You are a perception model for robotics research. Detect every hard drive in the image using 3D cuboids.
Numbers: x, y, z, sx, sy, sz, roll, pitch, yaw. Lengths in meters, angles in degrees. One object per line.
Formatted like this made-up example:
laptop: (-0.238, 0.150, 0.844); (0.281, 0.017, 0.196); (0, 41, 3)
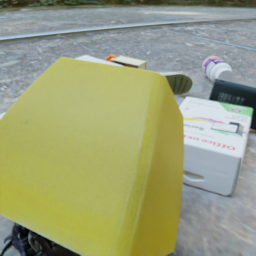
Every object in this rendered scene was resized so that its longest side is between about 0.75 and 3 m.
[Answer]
hard drive: (3.669, -0.720, 9.201); (2.030, 1.417, 0.334); (16, 38, 10)

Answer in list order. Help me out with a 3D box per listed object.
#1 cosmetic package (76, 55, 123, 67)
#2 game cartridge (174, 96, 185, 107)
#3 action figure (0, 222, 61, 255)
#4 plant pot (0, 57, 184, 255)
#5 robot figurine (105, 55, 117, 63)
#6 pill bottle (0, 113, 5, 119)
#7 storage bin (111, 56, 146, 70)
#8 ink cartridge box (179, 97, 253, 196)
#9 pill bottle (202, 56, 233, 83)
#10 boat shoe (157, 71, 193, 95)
cosmetic package: (-1.380, -2.335, 12.622); (2.546, 1.291, 0.907); (25, 39, 38)
game cartridge: (1.513, -1.102, 11.491); (1.644, 0.316, 1.066); (25, 33, 36)
action figure: (-1.205, 1.685, 5.247); (2.718, 1.387, 1.616); (-13, 21, -3)
plant pot: (-0.436, 0.455, 5.012); (2.948, 2.600, 2.947); (15, -12, 24)
robot figurine: (-0.754, -3.489, 15.079); (0.822, 0.666, 1.143); (16, 0, 28)
pill bottle: (-3.555, 0.332, 8.186); (1.011, 1.011, 1.800); (-3, 30, -6)
storage bin: (0.051, -2.374, 12.552); (1.420, 1.410, 0.666); (19, 39, 28)
ink cartridge box: (2.221, 0.324, 7.964); (2.102, 1.219, 2.903); (14, 32, 22)
pill bottle: (4.373, -2.737, 13.589); (1.039, 1.039, 1.865); (-2, 30, -4)
boat shoe: (1.485, -1.944, 11.581); (2.620, 0.979, 0.896); (-1, 29, -30)
